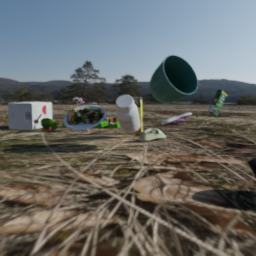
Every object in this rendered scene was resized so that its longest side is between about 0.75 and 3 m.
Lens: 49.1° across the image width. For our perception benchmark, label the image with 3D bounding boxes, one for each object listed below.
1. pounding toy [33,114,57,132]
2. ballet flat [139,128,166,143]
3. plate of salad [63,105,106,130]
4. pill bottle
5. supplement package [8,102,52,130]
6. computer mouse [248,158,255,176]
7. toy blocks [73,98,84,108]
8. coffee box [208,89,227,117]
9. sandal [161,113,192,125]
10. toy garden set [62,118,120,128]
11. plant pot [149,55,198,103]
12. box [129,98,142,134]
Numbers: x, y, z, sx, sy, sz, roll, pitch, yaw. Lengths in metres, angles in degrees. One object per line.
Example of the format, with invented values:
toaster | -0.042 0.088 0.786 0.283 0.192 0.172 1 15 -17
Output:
pounding toy | -3.605 -0.080 12.193 0.981 0.455 0.757 35 -45 -26
ballet flat | 0.894 0.225 9.872 0.467 0.467 1.344 6 9 42
plate of salad | -1.358 -0.391 8.679 1.330 0.319 1.330 -6 36 4
pill bottle | -0.024 -0.506 10.309 0.800 0.800 1.400 2 -37 13
supplement package | -4.723 -0.632 13.718 1.232 1.247 2.058 1 7 10
computer mouse | 2.632 0.954 3.822 2.067 0.476 1.451 14 13 31
toy blocks | -1.862 -0.783 12.608 1.027 1.220 1.140 -4 6 1
coffee box | 4.028 -1.111 12.601 0.246 1.119 0.688 24 1 38
sandal | 2.632 -0.380 15.223 1.918 0.471 0.780 -16 -3 -21
toy garden set | -1.742 -0.406 14.715 2.789 0.557 2.325 1 7 7
plant pot | 1.303 -1.391 8.741 1.346 1.346 1.080 -5 -20 -35
box | 0.304 -0.508 11.566 0.555 1.474 0.369 1 6 10
